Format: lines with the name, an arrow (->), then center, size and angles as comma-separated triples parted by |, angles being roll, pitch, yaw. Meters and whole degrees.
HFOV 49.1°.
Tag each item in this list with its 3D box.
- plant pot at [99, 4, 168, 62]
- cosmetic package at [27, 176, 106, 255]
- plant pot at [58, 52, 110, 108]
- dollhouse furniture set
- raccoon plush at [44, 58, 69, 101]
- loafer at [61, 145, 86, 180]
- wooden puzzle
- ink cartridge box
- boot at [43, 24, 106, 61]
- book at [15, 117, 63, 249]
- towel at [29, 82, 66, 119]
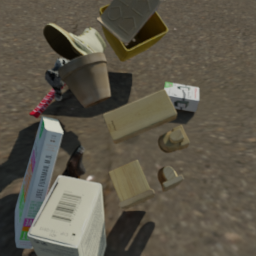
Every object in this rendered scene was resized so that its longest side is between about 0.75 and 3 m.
plant pot -> 0.070, -3.382, 9.981 | 1.750, 1.543, 1.750 | -31, 83, -17
cosmetic package -> -0.917, 1.950, 4.828 | 0.767, 2.158, 1.135 | 10, 42, 9
plant pot -> -0.874, -1.028, 6.360 | 1.125, 1.125, 0.976 | -25, 91, -24
dollhouse furniture set -> 0.370, 0.540, 6.030 | 1.722, 1.476, 1.811 | -23, 72, -2
raccoon plush -> -1.747, -1.291, 7.155 | 0.494, 1.022, 0.685 | 25, 48, 6
loafer -> -1.193, 0.912, 6.603 | 0.485, 1.341, 0.488 | 28, 44, -2
wooden puzzle -> 0.073, -3.474, 8.412 | 1.725, 0.399, 1.598 | -46, 59, 7
ink cartridge box -> 1.712, -1.017, 9.168 | 1.146, 0.482, 0.836 | 10, 40, 5
boot -> -1.384, -2.390, 7.626 | 1.660, 0.598, 1.284 | 36, 44, -21
book -> -1.737, 0.970, 5.509 | 0.526, 2.187, 1.461 | 14, 6, -21
towel -> -2.301, -0.890, 8.165 | 1.491, 0.168, 1.078 | -53, 23, -11
